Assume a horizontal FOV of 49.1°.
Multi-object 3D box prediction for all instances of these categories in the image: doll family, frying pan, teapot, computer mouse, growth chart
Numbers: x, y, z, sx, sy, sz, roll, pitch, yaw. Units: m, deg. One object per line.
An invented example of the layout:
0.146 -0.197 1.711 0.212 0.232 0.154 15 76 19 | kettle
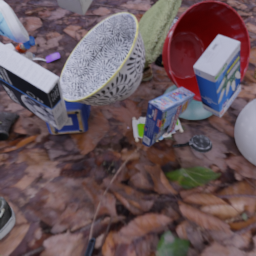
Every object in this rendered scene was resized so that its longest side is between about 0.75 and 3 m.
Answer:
-3.724 -1.998 8.663 2.128 0.959 1.321 -28 16 -29 | doll family
2.205 0.454 9.447 1.296 0.211 0.784 13 45 9 | frying pan
4.658 -0.078 8.452 2.734 2.023 2.770 -39 58 -21 | teapot
1.716 -2.973 10.276 1.616 0.646 2.947 15 53 -14 | computer mouse
1.021 -0.049 9.972 1.842 0.163 1.333 -10 46 -9 | growth chart

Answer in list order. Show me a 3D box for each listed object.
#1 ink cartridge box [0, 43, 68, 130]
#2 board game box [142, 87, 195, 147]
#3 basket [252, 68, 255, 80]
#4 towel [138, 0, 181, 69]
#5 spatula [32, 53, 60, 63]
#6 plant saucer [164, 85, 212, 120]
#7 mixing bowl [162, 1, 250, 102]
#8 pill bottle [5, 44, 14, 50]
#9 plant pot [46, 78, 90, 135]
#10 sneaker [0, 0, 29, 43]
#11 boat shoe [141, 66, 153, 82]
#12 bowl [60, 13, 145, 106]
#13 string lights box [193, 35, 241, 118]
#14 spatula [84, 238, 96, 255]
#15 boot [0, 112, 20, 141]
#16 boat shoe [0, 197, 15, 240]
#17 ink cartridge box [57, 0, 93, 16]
-2.533 -1.046 6.560 2.284 2.263 0.496 33 70 5 | ink cartridge box
0.908 -0.298 6.209 0.394 1.278 1.277 36 54 25 | board game box
4.396 -1.773 8.121 1.256 0.935 0.896 -3 32 -14 | basket
0.685 -2.958 8.967 0.544 2.213 2.983 31 69 -21 | towel
-4.285 -3.181 13.110 2.159 0.222 0.610 -12 44 -11 | spatula
2.387 -1.191 10.665 2.119 0.408 2.119 -1 47 1 | plant saucer
1.842 -1.948 7.471 2.427 2.427 1.315 -16 16 -16 | mixing bowl
-5.918 -3.057 12.422 1.812 0.993 0.993 -30 52 -26 | pill bottle
-2.139 -0.689 9.655 1.597 1.597 1.436 -4 51 -4 | plant pot
-3.185 -2.514 6.763 0.954 0.861 2.329 -39 53 -8 | sneaker
0.323 -2.214 11.855 1.641 0.589 0.621 -27 50 -25 | boat shoe
-0.450 -1.534 7.401 2.709 1.271 2.709 -26 46 31 | bowl
2.031 -1.072 6.243 0.523 1.775 0.912 34 81 32 | string lights box
-1.100 3.348 6.489 0.473 0.172 1.672 8 45 14 | spatula
-4.670 -0.093 9.841 1.447 0.501 1.260 2 41 -7 | boot
-3.932 2.817 6.497 1.010 0.909 2.856 21 48 20 | boat shoe
-1.722 -4.782 9.484 0.995 0.978 1.352 21 75 9 | ink cartridge box
